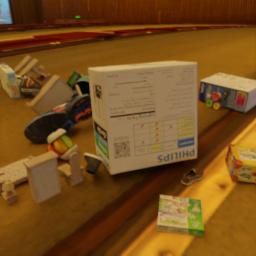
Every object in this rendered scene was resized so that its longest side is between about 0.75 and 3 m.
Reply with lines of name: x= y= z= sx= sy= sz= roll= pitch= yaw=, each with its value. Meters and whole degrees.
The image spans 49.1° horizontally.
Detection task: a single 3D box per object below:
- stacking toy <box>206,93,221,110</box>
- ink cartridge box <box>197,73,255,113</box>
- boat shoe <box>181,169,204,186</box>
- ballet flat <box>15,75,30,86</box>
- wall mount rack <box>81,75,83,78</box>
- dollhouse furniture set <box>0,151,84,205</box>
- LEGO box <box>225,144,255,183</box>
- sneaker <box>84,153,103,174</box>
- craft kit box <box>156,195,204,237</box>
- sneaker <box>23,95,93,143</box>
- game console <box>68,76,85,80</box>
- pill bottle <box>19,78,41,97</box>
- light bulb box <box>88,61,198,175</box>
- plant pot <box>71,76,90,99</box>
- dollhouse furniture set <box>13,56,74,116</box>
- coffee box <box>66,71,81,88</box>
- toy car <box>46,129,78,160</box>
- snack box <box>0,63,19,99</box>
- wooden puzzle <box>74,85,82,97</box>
stacking toy: x=4.081 y=-1.292 z=13.222 sx=0.326 sy=0.772 sz=0.699 roll=-12 pitch=17 yaw=-38
ink cartridge box: x=4.847 y=-1.861 z=13.833 sx=2.899 sy=1.107 sz=1.978 roll=25 pitch=36 yaw=37
boat shoe: x=1.935 y=1.371 z=8.220 sx=0.346 sy=0.346 sz=0.936 roll=24 pitch=35 yaw=39
ballet flat: x=-5.740 y=-2.629 z=15.885 sx=2.100 sy=0.753 sz=0.753 roll=9 pitch=28 yaw=16
wall mount rack: x=-1.781 y=-2.006 z=13.787 sx=1.644 sy=1.428 sz=0.613 roll=-8 pitch=26 yaw=-16
dollhouse furniture set: x=-2.871 y=0.921 z=8.151 sx=2.132 sy=1.221 sz=2.500 roll=-22 pitch=34 yaw=-38
LEGO box: x=3.839 y=1.092 z=8.372 sx=1.573 sy=0.607 sz=1.171 roll=7 pitch=26 yaw=6
sneaker: x=-1.134 y=1.058 z=8.180 sx=0.372 sy=0.522 sz=1.053 roll=31 pitch=-15 yaw=-26
craft kit box: x=1.266 y=2.123 z=6.855 sx=1.070 sy=0.260 sz=1.057 roll=4 pitch=29 yaw=8
sneaker: x=-2.547 y=-0.348 z=10.713 sx=2.970 sy=1.119 sz=1.165 roll=-28 pitch=21 yaw=-23
game console: x=-2.981 y=-3.036 z=17.250 sx=1.200 sy=0.186 sz=1.061 roll=24 pitch=35 yaw=39
pill bottle: x=-4.586 y=-2.054 z=14.424 sx=1.788 sy=0.950 sz=0.950 roll=4 pitch=27 yaw=6
light bulb box: x=0.454 y=-0.461 z=8.716 sx=2.930 sy=2.956 sz=1.844 roll=-8 pitch=16 yaw=-17
plant pot: x=-1.814 y=-1.769 z=13.114 sx=1.467 sy=1.467 sz=1.177 roll=6 pitch=34 yaw=11
dollhouse furniture set: x=-3.835 y=-1.597 z=12.397 sx=1.708 sy=2.253 sz=2.571 roll=-50 pitch=44 yaw=-10
coffee box: x=-2.601 y=-2.227 z=13.593 sx=0.340 sy=0.950 sz=1.545 roll=34 pitch=1 yaw=-4
toy car: x=-2.273 y=0.644 z=9.244 sx=0.821 sy=0.959 sz=1.095 roll=-37 pitch=5 yaw=15
snack box: x=-6.403 y=-2.550 z=14.959 sx=0.430 sy=1.346 sz=2.316 roll=-17 pitch=32 yaw=-29
wooden puzzle: x=-2.234 y=-1.357 z=12.589 sx=0.208 sy=0.897 sz=0.831 roll=-16 pitch=59 yaw=-16
